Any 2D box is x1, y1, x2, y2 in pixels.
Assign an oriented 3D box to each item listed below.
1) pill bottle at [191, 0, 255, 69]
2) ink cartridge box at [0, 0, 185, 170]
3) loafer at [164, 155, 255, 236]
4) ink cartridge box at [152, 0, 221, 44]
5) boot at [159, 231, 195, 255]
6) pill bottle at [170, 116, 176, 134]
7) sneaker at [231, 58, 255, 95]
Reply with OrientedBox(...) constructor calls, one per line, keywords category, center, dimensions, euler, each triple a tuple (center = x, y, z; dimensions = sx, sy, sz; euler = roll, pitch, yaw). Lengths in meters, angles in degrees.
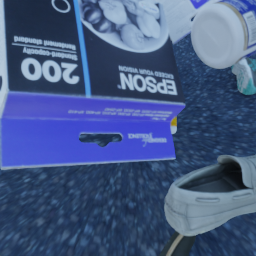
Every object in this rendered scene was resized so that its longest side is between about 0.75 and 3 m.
OrientedBox(category="pill bottle", center=(2.276, -1.971, 5.313), dimensions=(1.980, 1.146, 1.146), euler=(-27, 48, -23))
OrientedBox(category="ink cartridge box", center=(-0.434, -0.876, 4.140), dimensions=(2.763, 0.605, 2.789), euler=(0, 72, -32))
OrientedBox(category="loafer", center=(1.826, 0.887, 4.635), dimensions=(2.684, 0.936, 0.938), euler=(-18, 33, -23))
OrientedBox(category="ink cartridge box", center=(1.213, -2.841, 6.001), dimensions=(1.527, 1.541, 0.334), euler=(-32, -4, 16))
OrientedBox(category="boot", center=(1.028, 2.805, 4.651), dimensions=(1.475, 0.826, 2.133), euler=(26, 61, 20))
OrientedBox(category="pill bottle", center=(0.506, -0.346, 5.637), dimensions=(0.872, 0.872, 1.595), euler=(-4, 86, -5))
OrientedBox(category="sneaker", center=(4.380, -1.914, 9.876), dimensions=(1.002, 0.852, 2.197), euler=(7, 43, 3))
